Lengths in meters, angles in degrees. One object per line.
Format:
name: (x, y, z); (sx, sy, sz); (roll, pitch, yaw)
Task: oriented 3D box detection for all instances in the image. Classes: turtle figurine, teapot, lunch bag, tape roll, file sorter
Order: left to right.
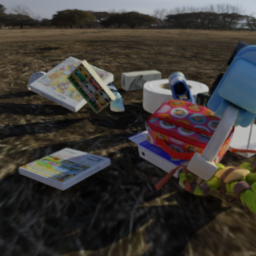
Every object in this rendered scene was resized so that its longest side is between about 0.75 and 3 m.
teapot: (-4.666, -2.355, 15.025); (1.218, 1.203, 0.890); (30, -7, 15)
tape roll: (2.061, -1.383, 12.477); (2.858, 0.999, 2.858); (0, 23, 0)
lunch bag: (1.636, 0.150, 7.734); (2.218, 0.909, 1.954); (21, 42, 27)
turtle figurine: (2.241, 1.196, 6.065); (2.972, 0.957, 2.397); (-13, 4, -11)
file sorter: (3.961, -0.234, 9.149); (2.279, 1.419, 1.581); (-15, 27, -33)

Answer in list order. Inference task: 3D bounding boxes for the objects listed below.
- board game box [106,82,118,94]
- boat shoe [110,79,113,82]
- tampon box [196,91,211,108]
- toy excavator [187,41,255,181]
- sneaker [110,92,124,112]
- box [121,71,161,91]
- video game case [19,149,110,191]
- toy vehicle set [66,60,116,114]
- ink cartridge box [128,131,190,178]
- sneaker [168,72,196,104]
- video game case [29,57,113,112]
board game box: (-1.601, -2.134, 14.850); (1.867, 0.576, 1.866); (-5, 23, -11)
boat shoe: (-1.663, -2.928, 16.721); (1.932, 0.653, 0.694); (-18, 27, -40)
tampon box: (3.416, -0.767, 10.906); (0.871, 1.033, 1.379); (-13, 26, -26)
toy excavator: (2.500, -0.488, 6.682); (1.487, 2.894, 2.977); (32, 30, 13)
sneaker: (-0.536, -1.183, 12.450); (0.583, 0.646, 1.577); (-6, 23, -12)
box: (0.735, -2.669, 15.768); (2.177, 0.895, 0.744); (-11, 26, -22)
video game case: (-1.661, 1.015, 7.363); (1.792, 0.205, 1.630); (9, 21, 37)
toy vehicle set: (-1.470, -1.576, 11.045); (1.169, 1.881, 0.249); (-34, 9, 42)
ink cartridge box: (1.336, 0.552, 8.365); (1.949, 0.427, 1.967); (-20, 36, -37)
sneaker: (2.023, -0.973, 10.174); (0.771, 2.086, 0.858); (-25, 15, 12)
video game case: (-2.620, -2.168, 13.215); (2.677, 0.337, 2.942); (26, 50, 19)
